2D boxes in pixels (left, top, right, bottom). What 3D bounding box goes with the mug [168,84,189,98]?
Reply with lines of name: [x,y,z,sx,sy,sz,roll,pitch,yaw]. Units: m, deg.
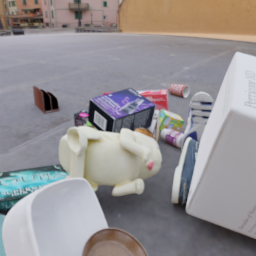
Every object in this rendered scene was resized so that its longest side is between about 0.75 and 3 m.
mug: [2.887,-2.050,15.827,1.016,0.902,0.678,17,66,41]

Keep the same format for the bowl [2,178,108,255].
bowl: [-1.050,2.052,4.542,0.852,2.282,2.279,-22,-8,12]

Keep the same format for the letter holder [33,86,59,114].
letter holder: [-4.095,-1.507,13.858,0.772,1.091,1.536,-15,28,-30]

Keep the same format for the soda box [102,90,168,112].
soda box: [0.319,-1.099,12.744,2.981,1.044,0.945,-2,18,8]

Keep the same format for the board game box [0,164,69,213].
board game box: [-2.487,1.523,7.460,2.641,0.372,1.786,-5,16,-26]

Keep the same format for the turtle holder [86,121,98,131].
turtle holder: [-0.947,-0.019,10.907,1.177,0.836,0.894,18,31,34]

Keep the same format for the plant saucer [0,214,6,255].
plant saucer: [-3.333,2.590,5.603,2.870,0.516,2.870,0,24,0]

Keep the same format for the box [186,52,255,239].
box: [2.959,0.390,6.059,2.464,2.877,2.863,18,38,11]

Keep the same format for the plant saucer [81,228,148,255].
plant saucer: [-0.221,2.498,4.979,1.421,0.260,1.421,24,34,-17]

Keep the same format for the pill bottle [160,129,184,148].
pill bottle: [1.674,0.354,10.460,0.520,0.520,0.926,-21,32,-38]

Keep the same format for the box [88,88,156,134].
box: [-0.192,-0.447,8.630,1.682,0.877,1.245,-23,47,-37]

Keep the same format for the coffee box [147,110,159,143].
coffee box: [0.596,0.266,9.849,0.818,1.174,2.053,2,24,11]

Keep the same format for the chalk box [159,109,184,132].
chalk box: [1.513,-0.240,11.124,1.119,0.696,0.693,17,20,-17]

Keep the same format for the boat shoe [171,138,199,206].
boat shoe: [1.858,1.156,8.017,0.873,1.057,2.823,9,23,15]

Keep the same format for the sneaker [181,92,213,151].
sneaker: [2.509,-0.276,9.806,0.911,2.256,1.303,12,24,14]

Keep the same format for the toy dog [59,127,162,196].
toy dog: [-0.332,0.834,7.167,2.577,1.798,2.499,-1,4,-27]

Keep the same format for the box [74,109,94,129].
box: [-1.568,-0.283,11.693,1.166,0.669,0.770,14,27,26]
